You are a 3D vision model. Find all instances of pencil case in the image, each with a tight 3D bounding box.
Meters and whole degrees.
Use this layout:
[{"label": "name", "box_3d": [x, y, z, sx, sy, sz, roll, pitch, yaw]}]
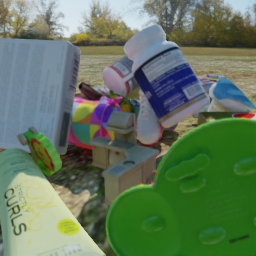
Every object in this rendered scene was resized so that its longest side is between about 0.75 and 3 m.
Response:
[{"label": "pencil case", "box_3d": [-1.481, -0.235, 6.910, 2.924, 1.292, 1.292, 6, 19, 26]}, {"label": "pencil case", "box_3d": [0.679, -0.411, 8.244, 1.669, 0.771, 0.710, 14, 24, 36]}]

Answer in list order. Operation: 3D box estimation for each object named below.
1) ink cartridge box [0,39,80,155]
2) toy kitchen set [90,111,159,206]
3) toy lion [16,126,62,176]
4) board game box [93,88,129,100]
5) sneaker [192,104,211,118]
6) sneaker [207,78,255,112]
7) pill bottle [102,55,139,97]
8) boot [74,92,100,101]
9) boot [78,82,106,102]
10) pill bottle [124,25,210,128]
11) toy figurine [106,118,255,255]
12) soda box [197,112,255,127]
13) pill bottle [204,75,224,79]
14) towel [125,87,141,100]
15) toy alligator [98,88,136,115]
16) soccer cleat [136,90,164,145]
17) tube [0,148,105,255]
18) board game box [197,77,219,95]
[{"label": "ink cartridge box", "box_3d": [-2.634, -0.757, 6.169, 2.920, 2.373, 0.833, 7, -3, 17]}, {"label": "toy kitchen set", "box_3d": [-0.351, 0.418, 4.989, 1.421, 1.159, 1.282, 11, 21, 34]}, {"label": "toy lion", "box_3d": [-1.466, 0.470, 4.835, 0.943, 0.984, 0.338, 29, 50, 32]}, {"label": "board game box", "box_3d": [-0.774, -1.187, 10.966, 1.934, 0.597, 1.935, -5, 18, -12]}, {"label": "sneaker", "box_3d": [2.520, -0.502, 8.866, 1.012, 0.352, 0.503, -21, -27, 4]}, {"label": "sneaker", "box_3d": [2.578, -0.499, 7.210, 2.586, 1.044, 0.989, 12, 42, -57]}, {"label": "pill bottle", "box_3d": [0.165, -1.732, 8.383, 1.711, 0.991, 0.991, -37, 33, -22]}, {"label": "boot", "box_3d": [-2.173, -0.998, 9.494, 2.339, 0.846, 1.945, -24, 41, -34]}, {"label": "boot", "box_3d": [-0.830, -0.655, 8.074, 1.400, 0.609, 1.683, 36, 10, -25]}, {"label": "pill bottle", "box_3d": [0.854, -1.199, 6.554, 1.255, 2.170, 1.255, -29, -6, -3]}, {"label": "toy figurine", "box_3d": [1.020, 0.812, 3.985, 2.340, 1.756, 2.153, -22, 0, 10]}, {"label": "soda box", "box_3d": [3.048, 0.216, 5.958, 2.984, 0.955, 1.011, 0, 19, 0]}, {"label": "pill bottle", "box_3d": [4.842, -2.717, 15.818, 1.045, 0.573, 0.573, 2, 18, 4]}, {"label": "towel", "box_3d": [0.396, -1.502, 10.476, 1.495, 0.368, 2.015, -6, -15, 27]}, {"label": "toy alligator", "box_3d": [-0.257, -0.757, 7.715, 1.578, 0.379, 0.523, 43, 3, 24]}, {"label": "soccer cleat", "box_3d": [0.523, -0.585, 7.322, 0.775, 0.958, 2.220, -10, 42, 22]}, {"label": "tube", "box_3d": [-1.300, 1.084, 3.811, 0.793, 0.710, 2.734, -46, 37, -8]}, {"label": "board game box", "box_3d": [2.467, -1.712, 12.277, 2.607, 0.805, 2.609, -17, 25, -41]}]
